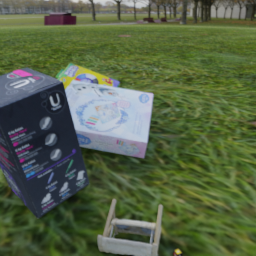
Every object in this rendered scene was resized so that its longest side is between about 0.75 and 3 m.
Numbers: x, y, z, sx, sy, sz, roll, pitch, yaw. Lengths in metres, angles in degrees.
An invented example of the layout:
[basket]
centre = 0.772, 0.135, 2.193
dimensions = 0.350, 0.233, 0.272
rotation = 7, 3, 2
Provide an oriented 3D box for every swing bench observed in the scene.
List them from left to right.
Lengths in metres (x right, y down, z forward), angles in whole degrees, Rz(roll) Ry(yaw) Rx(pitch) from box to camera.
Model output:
[swing bench]
centre = 0.067, 1.717, 4.570
dimensions = 0.893, 0.583, 0.898
rotation = 5, 29, 12

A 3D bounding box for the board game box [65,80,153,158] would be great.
[board game box]
centre = -0.708, -0.392, 8.228
dimensions = 2.714, 0.591, 2.727
rotation = 10, 34, 3

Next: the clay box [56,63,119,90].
[clay box]
centre = -1.646, -1.512, 10.219
dimensions = 2.339, 0.557, 1.344
rotation = 22, 52, 3

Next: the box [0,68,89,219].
[box]
centre = -1.843, 0.244, 5.417
dimensions = 1.264, 2.384, 1.457
rotation = -31, 38, -32

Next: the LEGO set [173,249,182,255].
[LEGO set]
centre = 0.653, 2.185, 3.904
dimensions = 0.875, 0.287, 1.171
rotation = 18, 31, 30
